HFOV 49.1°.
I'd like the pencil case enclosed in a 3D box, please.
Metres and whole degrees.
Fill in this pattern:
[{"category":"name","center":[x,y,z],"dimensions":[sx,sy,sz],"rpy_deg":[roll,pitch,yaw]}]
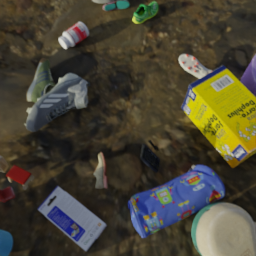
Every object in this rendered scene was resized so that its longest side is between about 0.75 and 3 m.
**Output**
[{"category":"pencil case","center":[1.361,2.034,8.161],"dimensions":[2.849,1.112,1.238],"rpy_deg":[-24,56,-11]}]

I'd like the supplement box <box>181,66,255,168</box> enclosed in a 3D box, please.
[{"category":"supplement box","center":[3.253,-0.368,9.135],"dimensions":[1.513,1.503,2.762],"rpy_deg":[-31,68,-14]}]

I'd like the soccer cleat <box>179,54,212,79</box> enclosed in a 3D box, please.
[{"category":"soccer cleat","center":[2.584,-2.120,10.364],"dimensions":[1.692,0.656,0.586],"rpy_deg":[31,89,2]}]

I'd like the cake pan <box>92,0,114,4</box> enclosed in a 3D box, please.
[{"category":"cake pan","center":[-1.040,-5.962,12.417],"dimensions":[1.501,0.275,1.501],"rpy_deg":[-4,50,4]}]

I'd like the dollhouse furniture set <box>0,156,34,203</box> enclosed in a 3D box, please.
[{"category":"dollhouse furniture set","center":[-4.176,1.320,8.228],"dimensions":[2.334,0.949,1.256],"rpy_deg":[24,60,10]}]

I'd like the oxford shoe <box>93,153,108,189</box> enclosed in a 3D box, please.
[{"category":"oxford shoe","center":[-0.908,1.347,8.908],"dimensions":[0.433,0.416,1.174],"rpy_deg":[-8,63,1]}]

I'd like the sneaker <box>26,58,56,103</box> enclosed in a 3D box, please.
[{"category":"sneaker","center":[-3.032,-1.684,10.332],"dimensions":[0.836,0.624,1.862],"rpy_deg":[14,65,-1]}]

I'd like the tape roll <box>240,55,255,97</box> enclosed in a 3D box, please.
[{"category":"tape roll","center":[5.599,-1.517,9.856],"dimensions":[2.941,1.249,2.941],"rpy_deg":[0,63,0]}]

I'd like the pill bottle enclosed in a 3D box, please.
[{"category":"pill bottle","center":[-2.198,-3.695,11.266],"dimensions":[1.146,0.643,0.643],"rpy_deg":[-42,71,-18]}]

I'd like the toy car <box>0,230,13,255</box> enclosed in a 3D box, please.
[{"category":"toy car","center":[-5.072,3.365,7.210],"dimensions":[2.754,2.539,2.436],"rpy_deg":[-4,60,30]}]

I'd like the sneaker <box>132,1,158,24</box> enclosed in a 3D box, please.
[{"category":"sneaker","center":[0.781,-4.982,11.922],"dimensions":[0.533,0.601,1.439],"rpy_deg":[40,69,18]}]

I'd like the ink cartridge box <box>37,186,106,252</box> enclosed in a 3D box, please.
[{"category":"ink cartridge box","center":[-1.662,2.659,8.296],"dimensions":[1.922,0.356,0.910],"rpy_deg":[35,69,13]}]

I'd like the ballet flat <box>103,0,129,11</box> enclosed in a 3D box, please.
[{"category":"ballet flat","center":[-0.552,-5.406,12.289],"dimensions":[1.189,0.411,0.423],"rpy_deg":[-15,44,-7]}]

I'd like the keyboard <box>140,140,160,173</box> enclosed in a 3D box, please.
[{"category":"keyboard","center":[0.707,0.784,8.333],"dimensions":[0.134,1.297,0.824],"rpy_deg":[-4,62,26]}]

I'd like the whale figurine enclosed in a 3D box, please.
[{"category":"whale figurine","center":[2.766,3.266,7.665],"dimensions":[2.035,1.327,2.558],"rpy_deg":[-34,93,-16]}]

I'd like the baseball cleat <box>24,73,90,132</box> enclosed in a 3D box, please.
[{"category":"baseball cleat","center":[-2.306,-0.808,9.662],"dimensions":[1.418,0.929,2.665],"rpy_deg":[26,67,15]}]
